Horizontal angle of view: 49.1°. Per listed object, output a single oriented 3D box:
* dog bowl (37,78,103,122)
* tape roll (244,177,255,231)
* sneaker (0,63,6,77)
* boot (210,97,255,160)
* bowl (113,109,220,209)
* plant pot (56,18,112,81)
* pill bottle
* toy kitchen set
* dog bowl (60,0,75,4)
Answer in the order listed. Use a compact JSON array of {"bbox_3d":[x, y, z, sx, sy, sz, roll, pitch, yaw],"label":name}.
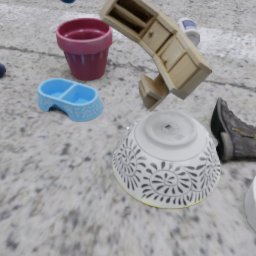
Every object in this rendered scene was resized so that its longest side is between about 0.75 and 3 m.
[{"bbox_3d":[-2.031,-1.038,9.596,2.432,0.603,1.356,19,46,18],"label":"dog bowl"},{"bbox_3d":[3.820,1.824,6.409,2.093,0.732,2.093,0,44,0],"label":"tape roll"},{"bbox_3d":[-5.882,-2.433,10.960,2.210,0.817,0.909,1,41,0],"label":"sneaker"},{"bbox_3d":[3.653,0.123,8.258,2.124,0.845,2.439,2,53,1],"label":"boot"},{"bbox_3d":[1.048,0.450,7.404,2.995,1.406,2.995,-1,43,1],"label":"bowl"},{"bbox_3d":[-1.606,-2.931,10.712,2.060,1.844,2.060,1,43,0],"label":"plant pot"},{"bbox_3d":[2.735,-4.475,13.042,0.943,0.943,1.697,-1,43,-1],"label":"pill bottle"},{"bbox_3d":[0.241,-1.422,5.596,1.741,1.574,1.930,22,34,-33],"label":"toy kitchen set"},{"bbox_3d":[-1.971,-4.765,9.259,0.835,1.498,0.371,25,67,-22],"label":"dog bowl"}]
